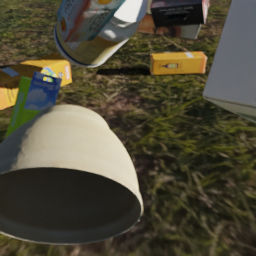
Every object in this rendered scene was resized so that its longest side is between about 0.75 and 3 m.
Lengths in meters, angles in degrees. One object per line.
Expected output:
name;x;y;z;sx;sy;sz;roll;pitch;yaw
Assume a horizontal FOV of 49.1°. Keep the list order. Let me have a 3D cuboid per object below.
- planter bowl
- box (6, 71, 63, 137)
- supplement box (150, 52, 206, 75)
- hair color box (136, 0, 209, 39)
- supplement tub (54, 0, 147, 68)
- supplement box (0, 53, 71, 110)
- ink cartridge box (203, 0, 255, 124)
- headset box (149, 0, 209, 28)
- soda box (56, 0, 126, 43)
planter bowl;-0.636;0.418;2.852;1.497;1.497;1.008;-1;47;-2
box;-1.413;-0.318;4.254;0.251;1.052;0.642;21;8;24
supplement box;1.979;-2.612;11.341;2.176;0.724;0.748;-4;35;-6
hair color box;1.271;-3.854;9.339;2.423;1.344;0.775;6;56;-4
supplement tub;-0.815;-2.945;7.726;1.822;1.822;2.524;-31;4;-36
supplement box;-3.456;-1.710;9.834;1.013;0.979;2.944;27;44;33
ink cartridge box;2.573;-1.039;4.438;1.181;2.050;2.809;19;4;43
headset box;1.374;-3.338;7.174;1.319;0.665;1.774;5;63;23
soda box;-0.525;-1.750;3.921;0.549;0.510;1.604;-14;0;-28
